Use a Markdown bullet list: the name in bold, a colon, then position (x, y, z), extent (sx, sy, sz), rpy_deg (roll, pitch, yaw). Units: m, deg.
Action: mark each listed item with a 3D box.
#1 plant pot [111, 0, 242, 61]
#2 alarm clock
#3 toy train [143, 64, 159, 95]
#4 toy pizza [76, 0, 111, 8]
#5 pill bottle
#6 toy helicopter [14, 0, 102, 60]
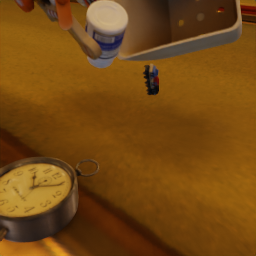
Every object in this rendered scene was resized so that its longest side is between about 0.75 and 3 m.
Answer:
- **plant pot**: position (1.396, -3.089, 6.898), extent (2.761, 2.757, 2.444), rpy_deg (-6, -2, 31)
- **alarm clock**: position (-1.524, 1.173, 5.181), extent (2.360, 0.785, 1.592), rpy_deg (-27, 40, -33)
- **toy train**: position (0.511, -0.988, 5.925), extent (0.289, 1.264, 0.216), rpy_deg (9, 76, 11)
- **toy pizza**: position (-0.919, -3.687, 8.073), extent (2.596, 0.411, 2.596), rpy_deg (30, 2, -1)
- **pill bottle**: position (-0.518, -1.902, 5.938), extent (0.805, 1.345, 0.805), rpy_deg (5, 67, -11)
- **toy helicopter**: position (-0.965, -1.759, 4.287), extent (0.664, 1.683, 1.113), rpy_deg (-48, 22, -15)
